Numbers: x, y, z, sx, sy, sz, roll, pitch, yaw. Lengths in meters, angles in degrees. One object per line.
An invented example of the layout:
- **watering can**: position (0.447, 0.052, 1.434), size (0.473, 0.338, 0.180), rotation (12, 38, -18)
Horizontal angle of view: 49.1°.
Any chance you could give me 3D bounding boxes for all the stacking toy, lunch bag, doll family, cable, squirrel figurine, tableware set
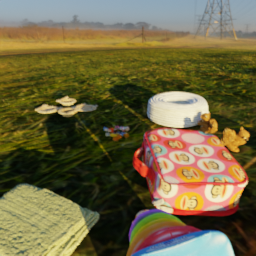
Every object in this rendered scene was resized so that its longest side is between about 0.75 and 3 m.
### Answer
- **stacking toy**: position (0.559, 2.017, 4.848), size (1.591, 1.504, 2.741), rotation (-15, 8, -6)
- **lunch bag**: position (1.340, 0.963, 7.133), size (2.435, 1.133, 2.765), rotation (3, 25, -6)
- **doll family**: position (-0.368, 0.224, 10.441), size (0.689, 0.500, 1.110), rotation (9, 11, 36)
- **cable**: position (2.207, -0.839, 12.442), size (2.695, 0.933, 2.695), rotation (-8, 22, -19)
- **squirrel figurine**: position (3.487, 0.329, 9.161), size (0.854, 0.797, 0.604), rotation (12, 61, -18)
- **tableware set**: position (-3.003, -1.015, 13.785), size (2.668, 0.310, 2.229), rotation (12, 24, 30)
- **squirrel figurine**: position (3.165, -0.199, 11.050), size (0.805, 0.752, 0.570), rotation (17, 27, 37)

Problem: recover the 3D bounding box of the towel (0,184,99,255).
- **towel**: position (-2.034, 1.991, 5.770), size (2.473, 0.451, 1.834), rotation (12, 27, 29)
